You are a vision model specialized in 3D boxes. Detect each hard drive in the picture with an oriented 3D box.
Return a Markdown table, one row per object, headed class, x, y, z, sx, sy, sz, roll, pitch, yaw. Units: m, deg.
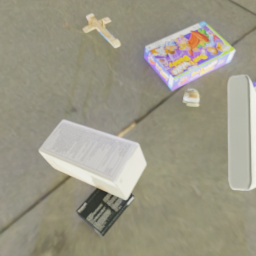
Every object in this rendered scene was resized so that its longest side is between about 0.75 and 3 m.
| class | x | y | z | sx | sy | sz | roll | pitch | yaw |
| --- | --- | --- | --- | --- | --- | --- | --- | --- | --- |
| hard drive | 2.413 | 0.228 | 5.527 | 0.365 | 2.736 | 1.804 | -2 | 81 | 30 |

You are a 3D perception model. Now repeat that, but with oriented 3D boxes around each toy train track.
| class | x | y | z | sx | sy | sz | roll | pitch | yaw |
| --- | --- | --- | --- | --- | --- | --- | --- | --- | --- |
| toy train track | -0.983 | -3.834 | 10.784 | 1.184 | 0.336 | 2.065 | -32 | 65 | -17 |

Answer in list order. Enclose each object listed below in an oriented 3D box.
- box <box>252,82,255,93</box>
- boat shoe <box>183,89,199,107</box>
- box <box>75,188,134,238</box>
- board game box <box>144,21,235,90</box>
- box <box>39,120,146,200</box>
| class | x | y | z | sx | sy | sz | roll | pitch | yaw |
| --- | --- | --- | --- | --- | --- | --- | --- | --- | --- |
| box | 4.564 | -0.870 | 9.077 | 0.928 | 0.323 | 1.559 | -23 | 60 | -13 |
| boat shoe | 1.965 | -0.964 | 8.595 | 0.502 | 1.344 | 0.460 | 3 | 102 | 3 |
| box | -0.582 | 2.010 | 7.279 | 0.900 | 0.503 | 1.275 | 37 | 67 | 17 |
| board game box | 2.144 | -2.606 | 9.918 | 2.604 | 0.583 | 1.751 | -28 | 63 | -15 |
| box | -0.932 | 0.764 | 7.303 | 2.516 | 0.978 | 1.195 | 18 | 60 | 31 |
